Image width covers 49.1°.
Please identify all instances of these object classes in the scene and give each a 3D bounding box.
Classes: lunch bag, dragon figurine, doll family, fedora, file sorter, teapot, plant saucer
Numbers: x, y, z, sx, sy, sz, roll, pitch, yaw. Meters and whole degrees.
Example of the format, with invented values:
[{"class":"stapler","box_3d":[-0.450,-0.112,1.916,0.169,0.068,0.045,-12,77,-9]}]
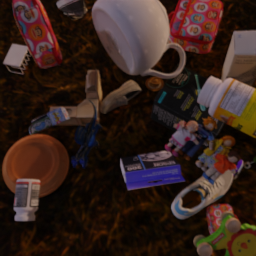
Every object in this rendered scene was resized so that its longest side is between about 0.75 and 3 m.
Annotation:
[{"class":"lunch bag","box_3d":[-2.722,-2.867,8.581,0.858,1.844,2.094,-21,103,-6]},{"class":"dragon figurine","box_3d":[-1.281,0.242,8.896,0.631,1.067,2.145,14,102,9]},{"class":"lunch bag","box_3d":[3.268,3.212,9.592,1.033,0.481,1.173,-4,67,-2]},{"class":"doll family","box_3d":[2.126,0.436,7.773,2.139,1.328,0.964,36,26,-4]},{"class":"fedora","box_3d":[1.124,-1.924,11.850,0.763,0.311,0.763,0,67,1]},{"class":"lunch bag","box_3d":[2.867,-4.739,12.673,2.372,1.103,2.693,16,67,12]},{"class":"file sorter","box_3d":[-4.742,-2.955,12.096,0.728,0.653,1.049,12,68,5]},{"class":"teapot","box_3d":[0.393,-3.347,9.396,2.187,2.994,2.955,-34,52,-12]},{"class":"plant saucer","box_3d":[-3.471,1.344,10.398,2.464,0.461,2.464,0,67,1]}]

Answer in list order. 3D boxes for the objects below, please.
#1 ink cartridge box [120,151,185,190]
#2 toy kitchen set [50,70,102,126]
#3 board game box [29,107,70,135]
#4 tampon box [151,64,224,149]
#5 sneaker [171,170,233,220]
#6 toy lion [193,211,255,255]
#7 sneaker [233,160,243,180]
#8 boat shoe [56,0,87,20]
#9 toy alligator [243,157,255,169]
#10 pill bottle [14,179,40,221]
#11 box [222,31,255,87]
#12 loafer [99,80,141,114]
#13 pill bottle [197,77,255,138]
[{"class":"ink cartridge box","box_3d":[0.623,1.151,7.927,1.569,1.584,0.344,-8,107,-6]},{"class":"toy kitchen set","box_3d":[-2.032,-1.366,10.854,1.882,1.702,2.087,0,67,0]},{"class":"board game box","box_3d":[-2.271,-0.229,8.116,1.311,1.310,0.404,-26,96,-20]},{"class":"tampon box","box_3d":[2.444,-0.776,10.663,2.515,1.588,1.885,31,71,12]},{"class":"sneaker","box_3d":[2.702,2.181,9.715,2.646,1.069,1.012,-36,70,-15]},{"class":"toy lion","box_3d":[3.410,3.827,9.092,1.934,0.664,1.853,-43,97,4]},{"class":"sneaker","box_3d":[3.981,1.479,10.434,0.399,0.279,0.803,30,71,12]},{"class":"boat shoe","box_3d":[-2.101,-4.492,10.544,0.909,2.572,0.819,-24,114,-8]},{"class":"toy alligator","box_3d":[5.146,1.085,10.525,1.716,0.412,0.569,-26,69,-11]},{"class":"pill bottle","box_3d":[-2.780,1.971,7.669,0.628,0.628,1.085,1,76,0]},{"class":"box","box_3d":[3.860,-2.153,9.477,1.037,2.525,0.863,2,72,12]},{"class":"loafer","box_3d":[-0.311,-1.192,11.345,1.950,0.682,0.680,-41,65,-16]},{"class":"pill bottle","box_3d":[3.159,-0.609,7.929,2.223,1.214,1.214,30,70,18]}]
